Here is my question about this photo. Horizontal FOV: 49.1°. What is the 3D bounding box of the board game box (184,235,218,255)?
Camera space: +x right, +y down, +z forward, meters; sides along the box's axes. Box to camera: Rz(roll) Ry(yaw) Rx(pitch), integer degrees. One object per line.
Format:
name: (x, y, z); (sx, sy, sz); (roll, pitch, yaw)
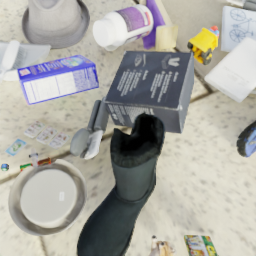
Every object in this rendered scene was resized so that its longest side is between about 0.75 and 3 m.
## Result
board game box: (1.599, 2.717, 5.945); (0.602, 0.135, 1.149); (5, 19, -4)

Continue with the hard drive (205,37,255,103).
hard drive: (3.502, -1.809, 8.535); (1.966, 0.262, 1.297); (-44, 64, -10)

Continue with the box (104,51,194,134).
box: (0.681, -1.053, 7.895); (2.036, 1.195, 2.002); (8, 58, 21)

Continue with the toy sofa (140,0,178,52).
toy sofa: (0.867, -3.885, 10.028); (1.130, 0.959, 2.315); (-11, 58, -7)

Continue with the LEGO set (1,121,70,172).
LEGO set: (-2.575, 0.668, 7.670); (1.282, 0.421, 1.717); (22, 54, 20)

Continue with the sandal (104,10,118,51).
sandal: (-0.528, -3.420, 9.986); (0.632, 0.382, 1.554); (20, 77, -27)

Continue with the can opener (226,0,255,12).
can opener: (4.722, -4.895, 10.905); (1.856, 0.617, 0.489); (29, 61, 11)

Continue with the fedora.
fedora: (-2.706, -4.322, 10.103); (2.526, 1.290, 2.857); (1, 58, 1)

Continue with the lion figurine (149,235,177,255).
lion figurine: (0.513, 2.759, 5.731); (0.458, 0.775, 1.265); (21, 44, 35)

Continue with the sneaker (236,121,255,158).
sneaker: (4.225, -0.015, 7.606); (2.940, 1.108, 1.153); (-32, 75, -13)

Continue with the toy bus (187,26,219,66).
toy bus: (2.383, -2.539, 8.479); (0.702, 1.034, 0.992); (42, 92, 24)

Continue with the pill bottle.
pill bottle: (-0.180, -3.310, 9.178); (1.900, 1.059, 1.059); (-32, 62, -34)

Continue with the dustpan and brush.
dustpan and brush: (-3.805, -1.911, 8.860); (2.047, 0.839, 2.933); (4, 61, 3)

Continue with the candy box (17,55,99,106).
candy box: (-2.070, -1.447, 8.099); (2.024, 0.780, 1.712); (-16, 27, -17)

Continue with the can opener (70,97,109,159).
can opener: (-0.913, -0.074, 7.543); (0.559, 0.705, 2.122); (-16, 40, 30)

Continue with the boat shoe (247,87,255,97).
boat shoe: (3.906, -1.163, 8.689); (1.081, 0.370, 0.404); (14, 50, -1)

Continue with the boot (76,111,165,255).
boot: (-0.197, 1.309, 5.753); (1.108, 2.438, 2.902); (24, 54, 20)

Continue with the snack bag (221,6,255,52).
snack bag: (4.537, -3.369, 10.014); (2.402, 0.257, 2.265); (10, 62, 0)

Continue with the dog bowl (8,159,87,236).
dog bowl: (-1.754, 1.578, 6.332); (1.716, 0.503, 1.716); (0, 62, 1)
